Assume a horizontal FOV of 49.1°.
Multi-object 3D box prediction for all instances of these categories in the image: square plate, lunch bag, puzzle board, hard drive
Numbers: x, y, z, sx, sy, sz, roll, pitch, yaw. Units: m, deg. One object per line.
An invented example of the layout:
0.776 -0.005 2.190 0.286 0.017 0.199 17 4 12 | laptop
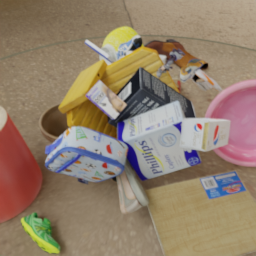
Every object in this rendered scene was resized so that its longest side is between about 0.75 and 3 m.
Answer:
0.501 -1.830 9.211 1.293 1.305 0.186 7 41 -3 | square plate
-1.235 0.817 7.608 1.878 2.344 0.886 20 61 -23 | lunch bag
2.151 2.426 7.610 2.990 0.260 2.253 -10 51 -13 | puzzle board
-1.038 -2.993 11.335 1.409 0.179 0.930 40 9 27 | hard drive

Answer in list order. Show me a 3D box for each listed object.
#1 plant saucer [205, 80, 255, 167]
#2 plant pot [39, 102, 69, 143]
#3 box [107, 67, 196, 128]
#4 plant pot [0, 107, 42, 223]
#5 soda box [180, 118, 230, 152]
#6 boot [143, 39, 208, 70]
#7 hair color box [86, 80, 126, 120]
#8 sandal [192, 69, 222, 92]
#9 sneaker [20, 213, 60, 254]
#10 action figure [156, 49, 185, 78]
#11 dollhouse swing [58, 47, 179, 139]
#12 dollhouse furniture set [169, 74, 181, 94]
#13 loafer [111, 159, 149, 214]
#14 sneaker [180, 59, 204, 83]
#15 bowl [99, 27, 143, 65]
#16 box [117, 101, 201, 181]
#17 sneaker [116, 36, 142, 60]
3.848 -0.158 8.718 2.874 2.874 0.729 10 27 12 | plant saucer
-1.976 0.049 10.232 2.328 1.075 2.328 1 39 -1 | plant pot
0.759 -0.505 8.984 2.303 1.704 1.201 30 37 -25 | box
-4.203 0.885 8.028 2.928 2.590 2.928 0 40 0 | plant pot
2.115 0.131 7.461 0.688 0.736 2.160 8 6 32 | soda box
2.379 -3.650 15.197 2.801 1.019 2.975 -15 48 -29 | boot
-0.612 -0.763 7.807 1.021 0.331 0.558 41 78 -11 | hair color box
3.187 -1.825 11.675 2.137 0.613 0.819 22 33 -42 | sandal
-2.253 2.714 7.379 1.467 0.543 0.613 30 52 32 | sneaker
1.194 -1.872 8.296 1.037 0.360 0.675 -50 12 2 | action figure
0.002 -0.641 8.843 2.494 2.837 2.578 -13 39 32 | dollhouse swing
1.778 -1.891 13.018 1.116 0.843 2.073 2 22 3 | dollhouse furniture set
-0.203 1.419 8.145 0.776 0.887 2.468 -34 36 2 | loafer
1.920 -1.758 8.585 0.991 0.437 0.373 -34 57 -25 | sneaker
-0.538 -3.410 13.259 1.354 2.515 2.515 -22 44 -35 | bowl
0.910 0.447 8.263 1.949 1.793 1.023 -20 37 15 | box
-0.052 -3.269 11.637 0.717 1.893 0.729 -20 80 -32 | sneaker
